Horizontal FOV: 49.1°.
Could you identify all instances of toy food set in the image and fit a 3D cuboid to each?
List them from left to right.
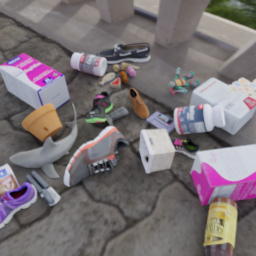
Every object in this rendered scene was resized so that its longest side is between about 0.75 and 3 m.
[{"bbox_3d":[-0.370,-2.727,14.177,1.409,0.349,2.217,22,52,18],"label":"toy food set"}]

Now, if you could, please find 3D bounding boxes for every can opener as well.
[{"bbox_3d":[-2.986,2.071,9.778,0.436,0.551,1.657,-37,54,-27],"label":"can opener"}]

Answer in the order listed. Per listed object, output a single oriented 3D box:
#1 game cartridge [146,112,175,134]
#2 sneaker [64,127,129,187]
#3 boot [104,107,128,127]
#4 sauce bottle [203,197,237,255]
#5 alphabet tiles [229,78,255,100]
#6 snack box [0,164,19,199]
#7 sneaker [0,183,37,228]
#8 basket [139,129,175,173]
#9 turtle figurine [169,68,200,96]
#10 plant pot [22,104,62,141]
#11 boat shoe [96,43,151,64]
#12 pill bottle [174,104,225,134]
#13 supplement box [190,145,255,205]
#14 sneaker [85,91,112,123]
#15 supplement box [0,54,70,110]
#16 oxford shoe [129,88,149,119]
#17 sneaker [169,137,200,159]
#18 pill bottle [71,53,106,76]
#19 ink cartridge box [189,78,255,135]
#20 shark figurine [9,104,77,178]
[{"bbox_3d":[1.445,-0.214,12.026,1.161,0.223,0.753,36,61,27],"label":"game cartridge"},{"bbox_3d":[-1.037,1.121,10.245,1.228,1.156,3.000,33,56,18],"label":"sneaker"},{"bbox_3d":[-0.504,-0.448,12.113,1.120,0.406,1.018,-16,44,-22],"label":"boot"},{"bbox_3d":[2.709,3.398,8.302,0.894,0.894,2.709,14,47,12],"label":"sauce bottle"},{"bbox_3d":[5.914,-1.616,13.310,2.230,0.163,2.181,-29,54,-23],"label":"alphabet tiles"},{"bbox_3d":[-5.129,2.350,9.354,2.781,0.338,1.000,-30,65,-18],"label":"snack box"},{"bbox_3d":[-4.048,2.491,9.133,0.848,0.878,2.104,36,58,28],"label":"sneaker"},{"bbox_3d":[1.031,0.824,10.411,0.984,1.223,1.212,-8,49,-10],"label":"basket"},{"bbox_3d":[2.526,-2.178,13.307,1.725,0.868,1.291,-16,86,-30],"label":"turtle figurine"},{"bbox_3d":[-3.328,-0.149,11.187,1.433,1.433,1.003,-38,89,-29],"label":"plant pot"},{"bbox_3d":[-0.270,-4.079,15.024,2.971,0.896,1.098,0,47,0],"label":"boat shoe"},{"bbox_3d":[2.849,-0.368,11.196,1.826,1.092,1.092,-8,44,23],"label":"pill bottle"},{"bbox_3d":[3.724,1.575,9.608,2.715,1.403,1.374,-5,49,-7],"label":"supplement box"},{"bbox_3d":[-1.273,-0.891,11.755,0.878,0.958,2.287,-3,27,10],"label":"sneaker"},{"bbox_3d":[-4.280,-2.024,12.810,2.872,1.484,1.453,29,55,26],"label":"supplement box"},{"bbox_3d":[0.409,-1.079,12.360,0.554,0.553,1.552,-30,73,2],"label":"oxford shoe"},{"bbox_3d":[2.147,0.650,10.934,1.499,0.656,0.553,24,52,20],"label":"sneaker"},{"bbox_3d":[-2.009,-3.251,14.245,1.642,0.935,0.935,16,50,12],"label":"pill bottle"},{"bbox_3d":[4.102,-1.008,12.173,1.689,0.960,2.317,-34,56,-31],"label":"ink cartridge box"},{"bbox_3d":[-2.742,0.522,10.667,1.894,1.323,3.170,33,58,25],"label":"shark figurine"}]
